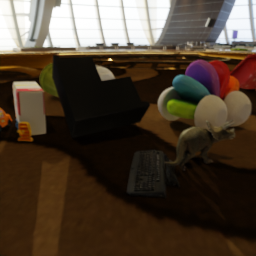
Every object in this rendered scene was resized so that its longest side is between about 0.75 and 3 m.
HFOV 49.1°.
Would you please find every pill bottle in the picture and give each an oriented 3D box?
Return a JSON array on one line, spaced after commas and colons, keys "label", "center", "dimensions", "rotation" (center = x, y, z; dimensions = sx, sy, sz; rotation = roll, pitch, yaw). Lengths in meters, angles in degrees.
[{"label": "pill bottle", "center": [-1.421, -2.029, 12.421], "dimensions": [1.419, 1.419, 2.564], "rotation": [-8, 20, -23]}]

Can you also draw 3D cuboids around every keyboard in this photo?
[{"label": "keyboard", "center": [0.538, 0.789, 5.845], "dimensions": [0.983, 0.374, 1.889], "rotation": [2, 20, 5]}]

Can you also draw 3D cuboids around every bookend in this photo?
[{"label": "bookend", "center": [-0.876, -1.095, 8.237], "dimensions": [2.193, 1.017, 2.207], "rotation": [-14, 67, -23]}]

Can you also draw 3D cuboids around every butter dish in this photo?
[{"label": "butter dish", "center": [6.433, -2.576, 14.179], "dimensions": [2.051, 1.520, 2.056], "rotation": [-1, -26, -21]}]

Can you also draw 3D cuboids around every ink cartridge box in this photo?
[{"label": "ink cartridge box", "center": [-3.049, -0.658, 8.582], "dimensions": [0.747, 1.300, 1.791], "rotation": [-6, 20, -24]}]

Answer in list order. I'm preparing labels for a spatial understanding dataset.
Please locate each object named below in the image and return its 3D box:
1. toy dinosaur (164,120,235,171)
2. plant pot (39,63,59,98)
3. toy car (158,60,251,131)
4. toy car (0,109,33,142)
[{"label": "toy dinosaur", "center": [1.437, 0.340, 6.198], "dimensions": [1.919, 0.982, 0.739], "rotation": [-9, 21, -27]}, {"label": "plant pot", "center": [-2.880, -1.928, 12.393], "dimensions": [1.551, 1.551, 1.493], "rotation": [-14, 36, -35]}, {"label": "toy car", "center": [2.402, -1.114, 8.833], "dimensions": [2.692, 2.019, 2.356], "rotation": [-12, 23, -31]}, {"label": "toy car", "center": [-3.440, -0.228, 8.251], "dimensions": [2.184, 0.727, 1.071], "rotation": [7, 21, 23]}]
